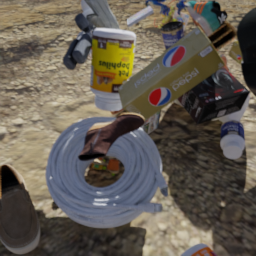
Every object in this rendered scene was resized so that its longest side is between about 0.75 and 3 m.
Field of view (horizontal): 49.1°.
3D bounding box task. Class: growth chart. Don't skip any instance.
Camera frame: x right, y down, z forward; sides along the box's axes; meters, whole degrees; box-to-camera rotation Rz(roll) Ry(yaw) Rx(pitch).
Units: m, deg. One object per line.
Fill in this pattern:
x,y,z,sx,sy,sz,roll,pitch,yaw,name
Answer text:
0.584,-1.543,7.210,1.658,0.147,1.200,-25,4,39,growth chart

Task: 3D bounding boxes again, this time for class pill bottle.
-1.054,-3.457,9.740,1.106,1.909,1.106,-8,3,0,pill bottle
3.430,0.380,9.204,0.756,0.756,1.362,10,38,13,pill bottle
1.733,3.285,4.979,1.186,1.186,2.165,-22,42,-26,pill bottle
-0.466,-1.620,7.897,1.175,2.151,1.175,5,23,-2,pill bottle
2.983,-1.261,10.694,1.602,1.602,2.826,-30,46,-33,pill bottle
1.529,-2.790,9.184,0.684,1.224,0.684,-14,34,9,pill bottle

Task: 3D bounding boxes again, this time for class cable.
-0.608,1.075,7.387,2.974,1.030,2.975,-8,57,-1,cable

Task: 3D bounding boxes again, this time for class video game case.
0.235,-2.287,5.738,0.558,0.070,0.779,-27,25,13,video game case

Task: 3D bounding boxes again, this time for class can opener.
-1.412,-2.478,7.729,0.644,0.807,2.415,-24,32,19,can opener

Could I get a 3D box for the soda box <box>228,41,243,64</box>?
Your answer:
4.637,-2.915,10.293,1.867,0.598,0.632,-18,52,-26,soda box

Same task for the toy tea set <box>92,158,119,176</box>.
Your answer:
-1.073,1.170,8.506,1.593,0.590,0.947,13,9,21,toy tea set

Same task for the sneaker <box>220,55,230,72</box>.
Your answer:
3.691,-2.510,10.920,0.332,0.932,0.372,-28,43,10,sneaker

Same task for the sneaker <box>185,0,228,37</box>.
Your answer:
2.510,-3.680,9.023,0.870,0.777,2.177,-31,38,16,sneaker

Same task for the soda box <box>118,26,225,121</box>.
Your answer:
0.864,-1.103,6.138,2.249,0.720,0.762,-35,42,20,soda box

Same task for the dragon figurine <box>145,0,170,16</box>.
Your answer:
1.049,-4.694,9.872,0.861,1.733,0.510,-4,-9,20,dragon figurine

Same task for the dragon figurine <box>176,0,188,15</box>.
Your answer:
1.659,-3.926,8.886,0.374,0.221,0.753,-1,74,-21,dragon figurine

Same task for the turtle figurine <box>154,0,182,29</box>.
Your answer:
1.610,-4.143,10.621,0.946,1.173,0.378,25,23,-33,turtle figurine

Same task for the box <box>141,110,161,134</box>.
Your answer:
0.716,-0.612,9.594,0.327,1.882,1.036,32,47,31,box

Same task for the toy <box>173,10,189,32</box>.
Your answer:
2.178,-4.469,12.274,0.660,1.147,0.271,27,55,9,toy

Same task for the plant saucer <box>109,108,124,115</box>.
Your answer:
0.293,-1.323,10.353,2.433,2.433,0.393,-35,89,-37,plant saucer

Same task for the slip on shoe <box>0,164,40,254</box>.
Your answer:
-2.896,1.932,7.114,0.984,0.784,2.587,-14,39,-18,slip on shoe

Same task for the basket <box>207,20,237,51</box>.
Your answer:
3.450,-3.634,11.195,1.485,1.060,1.107,-33,7,10,basket

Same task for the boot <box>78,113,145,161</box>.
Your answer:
-0.266,0.185,4.792,1.089,0.394,0.906,-12,34,20,boot

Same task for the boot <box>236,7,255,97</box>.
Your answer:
3.577,-1.298,7.045,1.027,2.582,2.966,-4,60,37,boot

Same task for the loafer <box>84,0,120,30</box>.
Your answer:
-0.801,-3.361,8.630,0.733,2.100,0.734,-27,7,-1,loafer

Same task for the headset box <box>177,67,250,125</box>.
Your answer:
2.037,-1.173,7.691,1.459,0.757,1.960,-16,53,-18,headset box
